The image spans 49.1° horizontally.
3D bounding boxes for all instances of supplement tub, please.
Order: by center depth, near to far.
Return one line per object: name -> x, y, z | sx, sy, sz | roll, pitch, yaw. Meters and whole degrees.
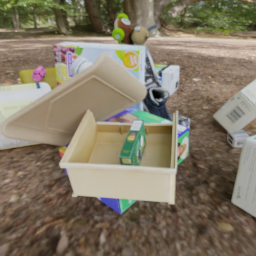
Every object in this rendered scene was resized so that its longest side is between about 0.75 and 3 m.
supplement tub -> -3.676, -0.330, 8.614 | 2.672, 1.937, 1.937 | -9, 24, -20

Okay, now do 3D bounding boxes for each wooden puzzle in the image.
wooden puzzle -> -1.051, -0.497, 6.177 | 2.612, 0.486, 2.417 | -32, -18, 15

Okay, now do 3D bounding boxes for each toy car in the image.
toy car -> 0.363, -4.083, 11.982 | 1.756, 1.386, 1.443 | -3, 49, 16

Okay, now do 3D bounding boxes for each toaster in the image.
toaster -> 3.517, 0.343, 8.943 | 0.515, 0.453, 0.797 | -3, 24, 0

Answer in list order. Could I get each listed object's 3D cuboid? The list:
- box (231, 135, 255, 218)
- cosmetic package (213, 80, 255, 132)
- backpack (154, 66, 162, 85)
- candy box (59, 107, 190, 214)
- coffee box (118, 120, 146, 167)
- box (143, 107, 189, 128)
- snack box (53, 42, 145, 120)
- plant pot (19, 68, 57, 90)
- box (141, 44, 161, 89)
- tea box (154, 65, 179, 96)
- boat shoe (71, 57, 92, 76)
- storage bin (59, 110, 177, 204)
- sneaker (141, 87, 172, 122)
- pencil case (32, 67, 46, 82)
box -> 3.326, 0.990, 5.796 | 1.648, 1.656, 1.419 | -14, 28, -32
cosmetic package -> 4.409, -0.918, 10.232 | 2.744, 1.420, 1.003 | -28, 73, -43
backpack -> 0.408, -2.153, 12.956 | 2.165, 1.739, 2.366 | 17, 18, 31
candy box -> -0.067, 0.608, 6.994 | 2.136, 0.973, 2.526 | 23, 46, 40
coffee box -> 0.111, 0.425, 5.578 | 0.246, 0.689, 1.121 | 4, 41, 16
box -> 0.872, -0.160, 10.043 | 2.098, 0.522, 1.655 | 20, 30, 39
snack box -> -0.931, -1.563, 9.472 | 2.884, 2.432, 0.976 | 6, 26, 12
plant pot -> -3.250, -1.272, 11.212 | 1.786, 1.786, 1.575 | -9, 30, -20
box -> -0.133, -1.908, 11.253 | 2.604, 0.629, 2.063 | -23, 58, 18
tea box -> 1.567, -2.556, 14.826 | 1.877, 1.274, 1.907 | 8, 24, 20
boat shoe -> -0.759, -0.966, 6.846 | 0.650, 0.716, 1.948 | 34, -3, 20
storage bin -> -0.013, 0.432, 5.556 | 1.948, 0.913, 1.934 | 1, 36, 11
sneaker -> 0.982, -0.518, 8.188 | 0.590, 1.551, 1.120 | -37, 6, -16
pencil case -> -3.257, -1.949, 10.212 | 0.457, 0.443, 0.977 | -41, 18, 5
